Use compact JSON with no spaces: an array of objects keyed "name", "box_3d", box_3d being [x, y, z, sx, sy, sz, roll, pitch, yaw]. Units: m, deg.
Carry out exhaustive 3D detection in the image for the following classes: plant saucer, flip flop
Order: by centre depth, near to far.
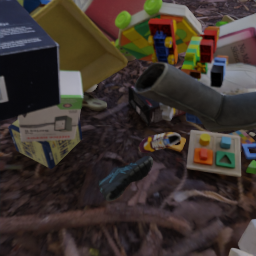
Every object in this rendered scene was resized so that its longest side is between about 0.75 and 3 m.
[{"name":"plant saucer","box_3d":[-1.688,-1.725,6.683,2.553,2.553,0.619,-28,59,18]},{"name":"flip flop","box_3d":[-1.480,-0.994,9.719,1.563,0.450,0.634,16,45,17]}]

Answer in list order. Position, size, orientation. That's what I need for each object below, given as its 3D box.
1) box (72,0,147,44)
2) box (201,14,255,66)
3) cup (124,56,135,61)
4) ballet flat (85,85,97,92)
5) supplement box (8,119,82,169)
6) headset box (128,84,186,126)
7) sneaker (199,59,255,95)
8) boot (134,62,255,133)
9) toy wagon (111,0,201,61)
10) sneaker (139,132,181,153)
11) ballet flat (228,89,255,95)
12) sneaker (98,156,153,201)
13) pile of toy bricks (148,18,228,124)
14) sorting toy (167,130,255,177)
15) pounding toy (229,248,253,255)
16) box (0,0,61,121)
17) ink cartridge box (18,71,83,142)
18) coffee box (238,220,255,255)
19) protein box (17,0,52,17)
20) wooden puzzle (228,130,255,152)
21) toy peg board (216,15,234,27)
[{"name":"box","box_3d":[-0.483,-4.093,8.828,1.556,2.855,1.826,27,30,-35]},{"name":"box","box_3d":[3.133,-2.134,7.805,2.099,1.342,1.144,-11,42,36]},{"name":"cup","box_3d":[0.021,-3.347,11.986,1.111,0.795,1.111,-6,38,5]},{"name":"ballet flat","box_3d":[-1.439,-1.789,10.413,0.751,0.751,2.056,6,36,6]},{"name":"supplement box","box_3d":[-2.337,0.157,8.086,1.411,0.947,1.409,22,47,22]},{"name":"headset box","box_3d":[1.206,-1.033,9.539,1.982,0.743,1.473,-19,46,-19]},{"name":"sneaker","box_3d":[2.569,-1.207,7.303,2.237,0.974,0.833,13,0,20]},{"name":"boot","box_3d":[1.176,-0.528,4.238,1.721,1.565,0.625,32,57,-24]},{"name":"toy wagon","box_3d":[0.547,-2.296,7.251,2.544,1.974,0.503,-11,66,38]},{"name":"sneaker","box_3d":[0.680,0.296,5.993,0.912,0.342,0.411,-21,5,-10]},{"name":"ballet flat","box_3d":[3.821,-1.417,9.804,1.013,1.013,2.916,-25,48,-25]},{"name":"sneaker","box_3d":[-0.051,0.753,4.670,1.024,0.386,0.406,-35,47,-12]},{"name":"pile of toy bricks","box_3d":[1.115,-1.121,4.949,1.280,2.307,1.139,13,61,23]},{"name":"sorting toy","box_3d":[2.445,0.610,7.955,2.768,0.377,1.558,7,46,11]},{"name":"pounding toy","box_3d":[2.567,3.077,3.892,2.961,1.693,1.698,23,84,-10]},{"name":"box","box_3d":[-2.421,-1.050,4.291,2.147,1.118,1.955,-19,51,-28]},{"name":"ink cartridge box","box_3d":[-1.796,-0.434,6.346,1.310,1.801,0.757,-2,59,-18]},{"name":"coffee box","box_3d":[3.351,2.316,5.675,1.815,1.026,0.724,-5,43,-6]},{"name":"protein box","box_3d":[-2.465,-3.390,7.090,0.708,1.042,1.050,-27,13,20]},{"name":"wooden puzzle","box_3d":[3.395,0.395,8.473,1.194,0.084,0.708,-16,45,-17]},{"name":"toy peg board","box_3d":[3.062,-2.703,8.849,0.593,1.208,1.213,-15,55,-39]}]
